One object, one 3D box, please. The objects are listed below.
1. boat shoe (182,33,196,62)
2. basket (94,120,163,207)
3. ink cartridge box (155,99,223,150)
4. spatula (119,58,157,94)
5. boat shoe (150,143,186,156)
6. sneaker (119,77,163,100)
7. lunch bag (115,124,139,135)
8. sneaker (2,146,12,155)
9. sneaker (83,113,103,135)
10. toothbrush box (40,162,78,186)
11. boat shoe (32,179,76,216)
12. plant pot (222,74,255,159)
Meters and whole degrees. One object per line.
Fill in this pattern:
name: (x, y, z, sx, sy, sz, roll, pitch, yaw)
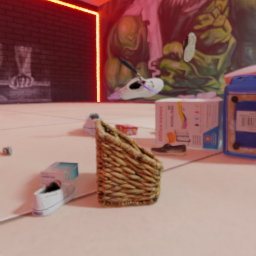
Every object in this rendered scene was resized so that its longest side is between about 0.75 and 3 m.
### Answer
boat shoe: (2.659, -3.533, 12.534, 0.510, 1.419, 0.480, 25, -21, -28)
basket: (0.006, 0.649, 6.409, 1.521, 1.588, 2.131, -1, 7, -7)
ink cartridge box: (2.580, -0.243, 11.642, 2.548, 1.876, 1.843, 3, 9, 27)
spatula: (0.444, -2.381, 13.002, 2.787, 0.286, 0.788, 40, 4, -42)
boat shoe: (1.427, 0.739, 9.940, 1.282, 0.416, 0.461, 2, 8, 16)
sneaker: (0.966, -2.236, 15.200, 2.665, 0.982, 1.540, -19, -3, -19)
lunch bag: (-0.032, 0.099, 14.424, 1.072, 0.499, 1.217, 1, 7, -30)
sneaker: (-4.305, 0.830, 9.967, 0.309, 0.276, 0.773, -11, 8, -21)
sneaker: (-1.798, -0.300, 14.902, 1.083, 1.050, 2.967, -2, 5, -18)
toothbrush box: (-1.722, 1.159, 7.084, 0.648, 0.377, 0.885, 2, 8, 12)
boat shoe: (-1.466, 1.297, 5.752, 0.535, 0.475, 1.453, 1, 8, 8)
plant pot: (4.740, -0.358, 9.688, 2.836, 2.836, 2.550, 6, 16, 33)
